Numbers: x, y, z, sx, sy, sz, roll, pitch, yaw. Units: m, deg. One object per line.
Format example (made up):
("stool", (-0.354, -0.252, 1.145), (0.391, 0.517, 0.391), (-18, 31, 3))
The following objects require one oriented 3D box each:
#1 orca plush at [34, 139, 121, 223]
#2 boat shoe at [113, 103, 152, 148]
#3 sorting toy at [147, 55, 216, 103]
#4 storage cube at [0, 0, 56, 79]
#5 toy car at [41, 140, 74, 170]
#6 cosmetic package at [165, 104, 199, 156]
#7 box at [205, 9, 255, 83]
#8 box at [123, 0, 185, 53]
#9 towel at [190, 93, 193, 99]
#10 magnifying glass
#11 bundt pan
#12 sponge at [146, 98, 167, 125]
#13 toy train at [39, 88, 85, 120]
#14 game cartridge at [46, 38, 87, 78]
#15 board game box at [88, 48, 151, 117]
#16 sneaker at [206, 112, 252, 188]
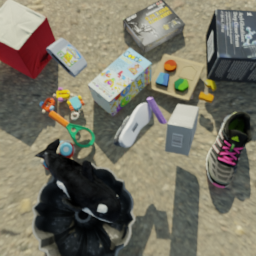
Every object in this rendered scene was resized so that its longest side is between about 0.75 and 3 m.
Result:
("orca plush", (-1.179, 1.154, 7.427), (2.896, 1.524, 1.030), (46, 119, 32))
("boat shoe", (0.113, -0.089, 7.812), (0.559, 0.529, 1.560), (48, 58, -29))
("sorting toy", (2.033, -1.754, 9.945), (2.311, 0.309, 1.722), (21, 69, 20))
("storage cube", (-3.750, -3.109, 9.952), (1.908, 1.715, 1.631), (28, 72, 11))
("toy car", (-1.964, 1.150, 8.815), (1.113, 1.160, 1.259), (-39, 103, -13))
("cosmetic package", (1.561, 0.006, 8.008), (0.749, 0.887, 1.661), (10, 28, 19))
("box", (4.312, -2.842, 9.963), (2.775, 1.485, 2.059), (3, 69, 1))
("box", (0.990, -4.007, 10.956), (1.924, 0.465, 1.523), (-31, 72, -11))
("towel", (1.912, -1.522, 10.174), (0.943, 0.152, 0.901), (7, 69, 2))
("magnifying glass", (-1.866, 0.032, 9.238), (1.721, 0.193, 0.685), (37, 65, -4))
("bundt pan", (-1.214, 2.544, 8.116), (2.855, 1.072, 2.855), (0, 68, 0))
("sponge", (0.791, -0.475, 7.843), (0.121, 0.451, 0.808), (-32, 99, -5))
("toy train", (-2.246, -0.774, 9.771), (1.485, 0.413, 1.115), (20, 71, 11))
("game cartridge", (-1.782, -2.110, 8.347), (1.133, 0.229, 0.755), (45, 50, -12))
("board game box", (-0.233, -1.567, 9.674), (1.055, 1.037, 2.012), (40, 74, 20))
("sneaker", (3.216, 0.563, 8.823), (0.978, 1.160, 2.651), (22, 71, 8))
